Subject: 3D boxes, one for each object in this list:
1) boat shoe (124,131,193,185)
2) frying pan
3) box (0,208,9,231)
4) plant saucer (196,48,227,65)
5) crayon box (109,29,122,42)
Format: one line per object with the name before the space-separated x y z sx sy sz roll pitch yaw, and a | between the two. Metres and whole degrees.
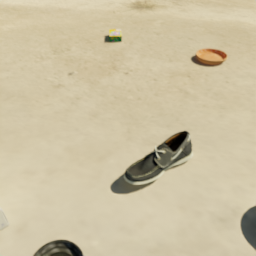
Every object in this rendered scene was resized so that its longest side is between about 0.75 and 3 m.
boat shoe | 0.846 0.784 7.783 2.365 0.800 0.849 -24 37 -28
frying pan | -1.086 2.775 5.753 1.865 0.304 1.128 -7 40 -12
box | -3.754 1.724 6.744 0.845 0.703 2.057 -31 48 -33
plant saucer | 4.041 -3.457 13.632 1.502 0.281 1.502 0 37 0
crayon box | -0.727 -5.206 15.788 0.685 0.336 1.152 -2 38 -3
